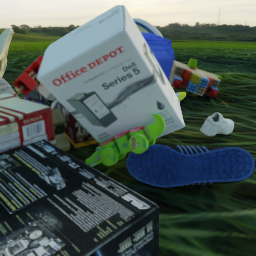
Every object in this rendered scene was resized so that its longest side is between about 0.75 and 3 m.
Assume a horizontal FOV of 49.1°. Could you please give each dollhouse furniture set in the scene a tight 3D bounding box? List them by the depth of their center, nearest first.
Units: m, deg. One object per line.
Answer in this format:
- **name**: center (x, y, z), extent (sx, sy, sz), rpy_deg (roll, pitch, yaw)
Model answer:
- **dollhouse furniture set**: center (-2.279, 0.356, 7.689), extent (1.211, 1.038, 1.274), rpy_deg (-14, 60, -35)

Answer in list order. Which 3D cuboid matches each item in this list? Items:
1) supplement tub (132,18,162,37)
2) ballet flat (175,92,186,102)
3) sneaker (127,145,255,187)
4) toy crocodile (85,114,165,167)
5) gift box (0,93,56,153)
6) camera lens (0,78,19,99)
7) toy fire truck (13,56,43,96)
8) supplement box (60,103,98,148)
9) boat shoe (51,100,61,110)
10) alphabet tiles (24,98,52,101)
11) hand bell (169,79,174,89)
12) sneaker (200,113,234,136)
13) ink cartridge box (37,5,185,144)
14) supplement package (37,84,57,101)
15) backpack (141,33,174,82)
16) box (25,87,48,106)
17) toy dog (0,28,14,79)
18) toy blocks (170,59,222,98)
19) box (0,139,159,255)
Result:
- **supplement tub**: center (-0.053, -2.766, 11.571), extent (2.141, 2.141, 2.965), rpy_deg (24, 70, 46)
- **ballet flat**: center (1.584, -1.002, 9.965), extent (1.063, 0.356, 0.355), rpy_deg (-38, 30, 3)
- **sneaker**: center (1.291, 0.813, 5.907), extent (2.565, 0.900, 0.999), rpy_deg (-1, -10, 24)
- **toy crocodile**: center (-0.079, 0.342, 6.225), extent (2.077, 0.641, 0.701), rpy_deg (-25, -2, 25)
- **gift box**: center (-2.690, 0.196, 5.750), extent (1.934, 2.072, 1.911), rpy_deg (14, 20, 34)
- **camera lens**: center (-3.872, -0.832, 8.625), extent (0.913, 1.142, 0.913), rpy_deg (-33, 6, 4)
- **toy fire truck**: center (-3.040, -1.511, 8.589), extent (2.011, 0.490, 1.418), rpy_deg (-11, 40, 53)
- **supplement box**: center (-1.362, -0.205, 7.914), extent (0.738, 1.112, 1.097), rpy_deg (-13, 24, -25)
- **boat shoe**: center (-2.168, -0.554, 9.234), extent (0.641, 0.652, 1.808), rpy_deg (-19, 19, 4)
- **alphabet tiles**: center (-3.665, -1.521, 12.741), extent (1.600, 0.072, 1.914), rpy_deg (11, 23, 24)
- **hand bell**: center (2.244, -2.233, 14.267), extent (0.475, 0.475, 0.912), rpy_deg (1, 34, 2)
- **sneaker**: center (2.751, -0.138, 8.294), extent (1.341, 0.668, 0.502), rpy_deg (-10, 38, -36)
- **ink cartridge box**: center (-0.270, -0.872, 6.301), extent (2.054, 2.824, 1.186), rpy_deg (-23, 41, 20)
- **supplement package**: center (-2.592, -1.331, 9.908), extent (0.586, 0.584, 1.000), rpy_deg (44, 14, 19)
- **backpack**: center (0.124, -1.445, 8.867), extent (2.257, 2.777, 2.331), rpy_deg (-4, 29, -24)
- **box**: center (-3.609, -1.204, 10.970), extent (1.083, 0.774, 0.196), rpy_deg (14, 25, 29)
- **toy dog**: center (-4.443, -1.786, 6.867), extent (2.447, 2.372, 1.707), rpy_deg (21, -28, -18)
- **toy blocks**: center (2.962, -2.106, 12.437), extent (2.783, 1.391, 1.902), rpy_deg (17, 26, -7)
- **box**: center (-1.373, 1.392, 3.728), extent (2.297, 1.208, 2.805), rpy_deg (-20, 29, -41)
